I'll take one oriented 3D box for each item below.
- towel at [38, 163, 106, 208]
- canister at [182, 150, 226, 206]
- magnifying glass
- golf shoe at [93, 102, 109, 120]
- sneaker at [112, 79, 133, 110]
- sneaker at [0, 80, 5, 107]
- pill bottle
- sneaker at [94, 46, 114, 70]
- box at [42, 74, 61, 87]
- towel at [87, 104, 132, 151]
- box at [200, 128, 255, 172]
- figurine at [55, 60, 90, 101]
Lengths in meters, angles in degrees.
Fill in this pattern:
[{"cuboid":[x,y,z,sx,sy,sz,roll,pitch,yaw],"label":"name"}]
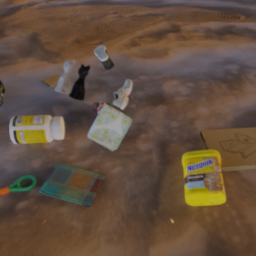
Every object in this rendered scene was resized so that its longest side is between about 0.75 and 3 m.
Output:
[{"cuboid":[-1.832,1.842,9.289,1.853,0.201,1.359,12,42,13],"label":"towel"},{"cuboid":[2.414,1.598,9.032,1.276,0.744,1.718,-8,40,15],"label":"canister"},{"cuboid":[-3.756,1.953,9.192,1.441,0.161,0.574,-19,44,-20],"label":"magnifying glass"},{"cuboid":[-1.074,-0.619,11.932,0.749,0.590,1.626,-5,40,-6],"label":"golf shoe"},{"cuboid":[-0.254,-1.507,11.801,0.659,0.543,1.434,22,66,-16],"label":"sneaker"},{"cuboid":[-6.301,-1.445,12.929,0.873,0.789,2.049,-16,34,-3],"label":"sneaker"},{"cuboid":[-3.453,0.050,10.760,1.857,1.061,1.061,-2,40,-3],"label":"pill bottle"},{"cuboid":[-0.880,-2.554,10.315,0.449,0.629,1.269,-27,41,3],"label":"sneaker"},{"cuboid":[-3.852,-2.463,14.530,0.944,0.100,0.772,-31,49,-32],"label":"box"},{"cuboid":[-0.616,0.009,9.410,1.106,1.292,0.311,29,-2,-19],"label":"towel"},{"cuboid":[4.201,0.746,10.551,2.529,0.269,2.067,-3,40,-3],"label":"box"},{"cuboid":[-2.542,-2.275,12.931,1.660,1.620,0.715,25,11,31],"label":"figurine"}]
